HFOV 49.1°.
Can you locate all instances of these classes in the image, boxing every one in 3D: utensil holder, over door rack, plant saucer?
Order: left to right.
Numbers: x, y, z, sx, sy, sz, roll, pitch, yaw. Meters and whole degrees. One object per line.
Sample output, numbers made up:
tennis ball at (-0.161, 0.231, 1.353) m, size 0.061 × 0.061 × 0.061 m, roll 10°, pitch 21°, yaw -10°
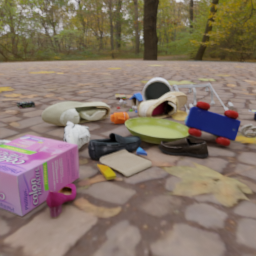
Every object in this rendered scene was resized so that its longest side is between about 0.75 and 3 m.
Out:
plant saucer at (1.045, 0.117, 10.095) m, size 2.362 × 0.367 × 2.362 m, roll 5°, pitch 18°, yaw -2°
utensil holder at (1.566, -1.861, 14.772) m, size 1.542 × 1.542 × 1.815 m, roll 2°, pitch 16°, yaw 6°
over door rack at (3.656, -1.379, 14.464) m, size 2.178 × 0.982 × 2.948 m, roll -4°, pitch 31°, yaw -8°

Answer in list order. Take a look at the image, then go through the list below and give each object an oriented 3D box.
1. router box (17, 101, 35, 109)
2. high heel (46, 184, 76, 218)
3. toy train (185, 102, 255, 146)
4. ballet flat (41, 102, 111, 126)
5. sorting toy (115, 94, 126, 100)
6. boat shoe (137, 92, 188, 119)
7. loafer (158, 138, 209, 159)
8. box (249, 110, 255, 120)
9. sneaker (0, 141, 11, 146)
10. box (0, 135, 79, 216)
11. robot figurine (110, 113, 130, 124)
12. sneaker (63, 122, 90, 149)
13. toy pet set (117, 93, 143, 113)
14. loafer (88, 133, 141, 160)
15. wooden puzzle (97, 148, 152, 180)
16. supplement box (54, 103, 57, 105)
router box at (-5.436, -1.231, 14.877) m, size 0.795 × 0.247 × 0.596 m, roll -11°, pitch 20°, yaw -33°
high heel at (-1.396, 1.359, 6.034) m, size 0.410 × 0.585 × 1.216 m, roll 1°, pitch 17°, yaw 3°
toy train at (3.352, 0.025, 9.841) m, size 2.769 × 1.172 × 1.602 m, roll 17°, pitch 0°, yaw 3°
ballet flat at (-2.034, -0.573, 11.717) m, size 2.995 × 1.040 × 1.040 m, roll -12°, pitch 21°, yaw -35°
sorting toy at (-0.485, -1.848, 16.925) m, size 0.581 × 0.204 × 1.204 m, roll -2°, pitch 18°, yaw -8°
boat shoe at (1.795, -0.933, 12.826) m, size 2.821 × 1.040 × 0.976 m, roll -21°, pitch 28°, yaw -29°
loafer at (1.717, 0.541, 8.697) m, size 1.551 × 0.553 × 0.566 m, roll 5°, pitch 18°, yaw 16°
box at (6.494, -0.388, 11.949) m, size 1.412 × 0.378 × 2.331 m, roll -7°, pitch 20°, yaw -22°
sneaker at (-3.400, 0.647, 8.632) m, size 1.327 × 0.517 × 0.659 m, roll 11°, pitch 12°, yaw 6°
box at (-2.435, 0.980, 6.637) m, size 1.717 × 0.944 × 1.952 m, roll 9°, pitch 20°, yaw 26°
robot figurine at (-0.331, -0.418, 11.929) m, size 0.822 × 0.479 × 0.591 m, roll -4°, pitch -23°, yaw -12°
sneaker at (-1.684, 0.315, 9.216) m, size 0.858 × 0.795 × 2.117 m, roll 6°, pitch 17°, yaw -9°
toy pet set at (0.291, -1.348, 14.445) m, size 1.380 × 0.733 × 1.288 m, roll 14°, pitch 22°, yaw 36°
loafer at (-0.370, 0.474, 8.711) m, size 1.902 × 0.668 × 0.646 m, roll -12°, pitch 20°, yaw -34°
wooden puzzle at (-0.087, 1.001, 7.876) m, size 1.807 × 0.211 × 1.219 m, roll -13°, pitch 26°, yaw -35°
supplement box at (-3.400, -1.179, 14.712) m, size 0.819 × 0.249 × 0.446 m, roll -13°, pitch 22°, yaw -33°
